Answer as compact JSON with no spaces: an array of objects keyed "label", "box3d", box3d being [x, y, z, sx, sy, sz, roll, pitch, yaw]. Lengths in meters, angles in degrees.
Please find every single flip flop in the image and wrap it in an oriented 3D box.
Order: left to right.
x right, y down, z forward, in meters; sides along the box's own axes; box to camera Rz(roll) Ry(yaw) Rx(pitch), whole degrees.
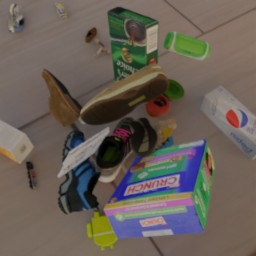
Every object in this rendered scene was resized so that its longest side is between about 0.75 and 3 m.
[{"label":"flip flop","box3d":[0.468,0.328,9.228,0.883,0.627,2.177,-11,25,-2]}]

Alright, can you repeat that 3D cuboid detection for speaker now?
[{"label":"speaker","box3d":[1.985,-2.733,9.407,1.494,0.661,0.661,13,59,-14]}]

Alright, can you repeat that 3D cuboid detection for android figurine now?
[{"label":"android figurine","box3d":[-0.728,3.143,8.716,1.089,0.246,1.196,-10,60,-6]}]

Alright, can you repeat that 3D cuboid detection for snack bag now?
[{"label":"snack bag","box3d":[-1.231,0.677,7.595,0.161,1.508,1.422,48,53,8]}]

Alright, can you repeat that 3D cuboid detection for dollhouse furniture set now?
[{"label":"dollhouse furniture set","box3d":[-1.301,-3.532,12.655,0.625,0.698,0.881,-50,37,18]}]

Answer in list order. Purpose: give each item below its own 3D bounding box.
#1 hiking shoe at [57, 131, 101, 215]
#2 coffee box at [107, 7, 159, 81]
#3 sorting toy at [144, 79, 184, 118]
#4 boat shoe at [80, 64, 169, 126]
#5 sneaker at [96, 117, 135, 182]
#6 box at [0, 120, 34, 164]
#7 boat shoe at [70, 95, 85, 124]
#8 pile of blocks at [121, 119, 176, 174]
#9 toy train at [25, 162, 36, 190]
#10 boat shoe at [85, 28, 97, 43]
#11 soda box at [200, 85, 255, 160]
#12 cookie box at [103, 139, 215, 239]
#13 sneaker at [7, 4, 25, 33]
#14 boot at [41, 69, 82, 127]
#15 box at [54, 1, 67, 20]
[{"label":"hiking shoe","box3d":[-1.395,1.305,8.672,1.178,1.011,2.718,-4,60,3]},{"label":"coffee box","box3d":[0.192,-2.368,9.420,0.629,2.861,1.759,-35,53,-28]},{"label":"sorting toy","box3d":[1.233,-1.102,10.884,1.241,0.848,2.066,40,51,10]},{"label":"boat shoe","box3d":[-0.195,-1.066,8.739,2.909,1.043,1.108,-23,52,9]},{"label":"sneaker","box3d":[-0.340,0.536,9.649,0.986,1.169,2.672,22,59,13]},{"label":"box","box3d":[-4.334,0.395,9.836,1.649,1.026,0.804,26,64,14]},{"label":"boat shoe","box3d":[-2.088,-0.630,10.695,0.568,0.621,1.662,-38,52,-2]},{"label":"pile of blocks","box3d":[0.833,0.867,9.761,1.124,0.851,2.737,41,71,2]},{"label":"toy train","box3d":[-3.330,1.627,9.635,0.243,0.181,1.059,-10,59,-20]},{"label":"boat shoe","box3d":[-1.701,-4.363,12.972,0.347,0.328,0.965,14,61,8]},{"label":"soda box","box3d":[3.933,-0.228,10.248,0.877,0.944,2.766,-32,66,-17]},{"label":"cookie box","box3d":[0.952,1.514,7.306,2.269,0.997,2.652,-16,18,28]},{"label":"sneaker","box3d":[-5.281,-5.207,13.376,0.706,0.639,1.658,0,67,-11]},{"label":"boot","box3d":[-2.679,-1.156,10.293,1.016,0.991,2.692,-42,61,7]},{"label":"box","box3d":[-3.310,-5.777,13.794,0.343,0.314,0.978,-21,63,-11]}]
